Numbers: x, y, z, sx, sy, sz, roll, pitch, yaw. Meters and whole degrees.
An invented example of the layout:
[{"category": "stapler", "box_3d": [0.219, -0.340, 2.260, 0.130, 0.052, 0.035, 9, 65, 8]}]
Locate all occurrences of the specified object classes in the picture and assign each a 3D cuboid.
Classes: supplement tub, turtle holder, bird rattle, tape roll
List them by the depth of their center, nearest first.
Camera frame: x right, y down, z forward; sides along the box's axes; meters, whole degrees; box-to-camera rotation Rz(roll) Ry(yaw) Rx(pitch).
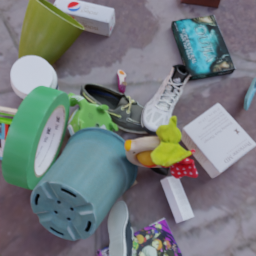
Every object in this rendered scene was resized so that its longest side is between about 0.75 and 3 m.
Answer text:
[{"category": "bird rattle", "box_3d": [0.854, 0.620, 7.336, 1.795, 2.201, 1.240, -3, 69, 14]}, {"category": "tape roll", "box_3d": [-2.465, 0.273, 7.852, 0.684, 2.847, 2.847, 17, 69, 1]}, {"category": "turtle holder", "box_3d": [-1.387, -0.115, 8.975, 1.827, 1.298, 1.388, 37, 64, -33]}, {"category": "supplement tub", "box_3d": [-3.040, -1.435, 9.260, 1.390, 1.981, 1.390, 1, 83, -11]}]

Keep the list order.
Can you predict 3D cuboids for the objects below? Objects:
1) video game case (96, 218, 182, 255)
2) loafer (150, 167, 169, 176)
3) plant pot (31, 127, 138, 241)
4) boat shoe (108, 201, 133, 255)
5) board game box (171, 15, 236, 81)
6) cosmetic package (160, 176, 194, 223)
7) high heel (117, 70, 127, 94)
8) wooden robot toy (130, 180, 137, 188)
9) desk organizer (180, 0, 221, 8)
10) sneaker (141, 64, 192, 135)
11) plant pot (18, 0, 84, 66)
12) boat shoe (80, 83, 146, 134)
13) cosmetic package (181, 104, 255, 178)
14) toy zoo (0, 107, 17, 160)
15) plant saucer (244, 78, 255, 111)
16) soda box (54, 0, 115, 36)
[{"category": "video game case", "box_3d": [0.581, 4.188, 7.881, 2.246, 0.444, 2.478, -22, 67, -9]}, {"category": "loafer", "box_3d": [0.729, 0.856, 8.696, 0.652, 1.787, 0.637, 6, 63, 42]}, {"category": "plant pot", "box_3d": [-1.181, 1.498, 7.436, 2.350, 2.350, 2.302, 22, 29, 9]}, {"category": "boat shoe", "box_3d": [-0.185, 2.986, 7.937, 0.684, 0.546, 1.810, -20, 43, 26]}, {"category": "board game box", "box_3d": [2.888, -3.190, 10.978, 1.807, 0.376, 2.672, -11, 68, -4]}, {"category": "cosmetic package", "box_3d": [1.504, 2.185, 8.662, 0.558, 0.342, 1.352, 2, 61, -44]}, {"category": "high heel", "box_3d": [-0.272, -1.714, 10.478, 0.350, 0.499, 1.039, 3, 46, -26]}, {"category": "wooden robot toy", "box_3d": [-0.612, 1.107, 8.814, 2.131, 0.967, 0.939, 29, 58, 11]}, {"category": "desk organizer", "box_3d": [3.098, -5.615, 11.824, 1.653, 0.637, 0.593, 10, 68, 4]}, {"category": "sneaker", "box_3d": [1.222, -1.106, 9.050, 1.002, 1.528, 2.655, 25, 58, 8]}, {"category": "plant pot", "box_3d": [-2.996, -3.190, 10.029, 2.025, 2.025, 2.164, 41, 108, 15]}, {"category": "boat shoe", "box_3d": [-0.316, -0.690, 9.625, 2.956, 0.883, 1.056, 22, 58, 7]}, {"category": "cosmetic package", "box_3d": [2.754, 0.447, 8.843, 1.414, 1.405, 1.689, -36, 72, -4]}, {"category": "toy zoo", "box_3d": [-3.893, 0.259, 8.888, 1.315, 2.004, 0.205, 10, 31, -8]}, {"category": "plant saucer", "box_3d": [4.334, -1.225, 9.899, 0.142, 0.522, 1.493, 12, 44, 30]}, {"category": "soda box", "box_3d": [-1.775, -4.492, 11.269, 2.393, 0.815, 0.762, 15, 69, 6]}]
